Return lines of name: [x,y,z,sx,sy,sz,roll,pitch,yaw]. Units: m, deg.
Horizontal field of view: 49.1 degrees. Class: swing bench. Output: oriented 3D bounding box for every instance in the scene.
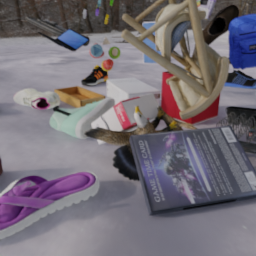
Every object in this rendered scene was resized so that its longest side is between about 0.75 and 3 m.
swing bench: [1.366,-2.257,7.833,1.875,2.889,2.874,-34,25,15]

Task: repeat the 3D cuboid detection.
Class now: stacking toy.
stacking toy: [-0.858,-2.972,11.044,1.071,1.183,0.500,-48,12,-8]
stacking toy: [-1.068,-4.298,10.073,0.890,0.277,1.181,13,64,-4]

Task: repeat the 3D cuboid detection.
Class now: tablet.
tablet: [1.284,-4.064,13.470,1.268,1.949,0.133,8,23,27]

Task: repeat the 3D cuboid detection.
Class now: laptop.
laptop: [-1.569,-2.253,6.882,0.801,0.467,0.904,34,13,27]

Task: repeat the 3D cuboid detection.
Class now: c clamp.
c clamp: [-2.352,-3.462,9.942,2.623,0.355,2.241,34,20,29]

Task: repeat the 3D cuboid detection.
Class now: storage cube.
storage cube: [2.526,-1.344,11.244,1.998,1.796,1.708,-16,26,-37]

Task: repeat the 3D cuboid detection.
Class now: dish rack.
dish rack: [3.645,0.047,8.562,1.970,0.701,2.568,9,24,36]

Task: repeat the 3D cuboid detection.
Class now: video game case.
video game case: [1.524,0.853,6.391,2.673,0.254,1.909,-6,53,-12]

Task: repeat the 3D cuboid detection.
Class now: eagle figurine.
eagle figurine: [0.282,0.289,7.530,2.420,1.826,1.836,-33,1,-20]

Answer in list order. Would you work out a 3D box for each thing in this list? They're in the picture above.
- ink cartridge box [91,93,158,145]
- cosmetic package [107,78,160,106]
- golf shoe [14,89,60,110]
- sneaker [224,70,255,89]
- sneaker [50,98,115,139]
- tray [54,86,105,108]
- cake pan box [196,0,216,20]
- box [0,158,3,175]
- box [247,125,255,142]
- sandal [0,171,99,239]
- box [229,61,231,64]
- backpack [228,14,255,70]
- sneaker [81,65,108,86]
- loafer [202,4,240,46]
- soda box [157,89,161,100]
ink cartridge box: [-0.094,-0.259,8.584,1.332,0.776,1.840,-19,-8,-40]
cosmetic package: [0.140,-1.440,12.533,1.499,1.092,2.949,-8,24,-18]
golf shoe: [-4.170,-1.241,12.408,2.177,0.820,0.996,3,24,10]
sneaker: [6.612,-2.868,16.336,2.478,0.965,0.869,8,22,21]
sneaker: [-1.627,-0.594,10.250,1.626,1.014,2.757,16,28,21]
tray: [-2.357,-1.466,13.400,1.311,0.492,2.658,-15,27,-35]
cake pan box: [2.645,-4.239,9.894,0.705,0.766,0.200,25,12,31]
box: [-3.419,1.075,6.527,0.498,0.666,1.330,0,21,-2]
box: [4.796,0.242,9.209,1.519,0.286,1.038,11,24,27]
sandal: [-1.978,1.333,5.769,2.933,0.721,1.193,-16,27,-36]
box: [4.107,-3.009,10.529,0.523,1.272,0.313,19,46,36]
backpack: [3.735,-2.611,8.496,1.200,1.476,1.239,-10,31,8]
sneaker: [-2.080,-3.288,17.246,0.851,1.095,2.433,12,24,28]
loafer: [3.350,-3.694,9.971,2.051,0.749,0.732,-48,7,-13]
soda box: [1.877,-1.573,13.721,1.275,0.434,0.406,16,26,35]
